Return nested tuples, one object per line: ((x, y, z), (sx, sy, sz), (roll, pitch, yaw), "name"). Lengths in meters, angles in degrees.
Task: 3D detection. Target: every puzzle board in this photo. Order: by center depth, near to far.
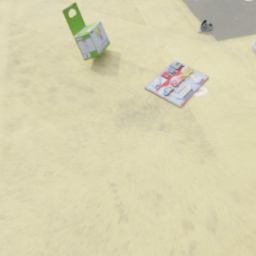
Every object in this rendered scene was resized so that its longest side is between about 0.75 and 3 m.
((1.628, -1.533, 9.265), (1.391, 0.161, 1.846), (32, 58, 24), "puzzle board")

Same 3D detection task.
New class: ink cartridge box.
((-1.393, -3.392, 9.580), (0.659, 1.740, 1.286), (-10, 33, 23), "ink cartridge box")

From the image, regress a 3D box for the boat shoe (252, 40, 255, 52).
((5.554, -2.810, 9.725), (0.831, 1.066, 2.349), (-37, 59, -26), "boat shoe")

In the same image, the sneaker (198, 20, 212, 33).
((3.141, -4.134, 11.223), (0.792, 0.457, 0.297), (-36, 59, -25), "sneaker")
